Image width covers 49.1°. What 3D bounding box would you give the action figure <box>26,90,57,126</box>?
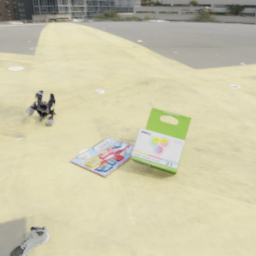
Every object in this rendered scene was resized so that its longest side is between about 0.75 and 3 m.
[{"bbox_3d":[-3.244,-0.646,10.539,1.101,1.853,0.946,21,63,-11],"label":"action figure"}]

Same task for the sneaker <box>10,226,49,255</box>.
[{"bbox_3d":[-1.956,2.177,5.502,0.297,0.457,0.792,23,34,39],"label":"sneaker"}]

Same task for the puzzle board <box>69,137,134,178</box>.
[{"bbox_3d":[-0.664,0.813,8.626,1.391,0.161,1.846,17,31,31],"label":"puzzle board"}]

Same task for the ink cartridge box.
[{"bbox_3d":[0.953,0.270,7.820,1.286,1.740,0.659,16,-12,14],"label":"ink cartridge box"}]
